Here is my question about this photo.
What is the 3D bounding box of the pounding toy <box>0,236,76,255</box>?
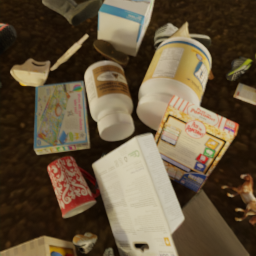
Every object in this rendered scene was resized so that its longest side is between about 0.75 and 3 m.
[{"bbox_3d":[-1.646,4.013,6.692,1.708,2.211,2.402,-21,61,2],"label":"pounding toy"}]

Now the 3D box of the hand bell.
[{"bbox_3d":[2.574,-2.828,11.023,2.343,1.220,1.220,46,66,-10],"label":"hand bell"}]

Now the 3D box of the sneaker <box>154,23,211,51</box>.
[{"bbox_3d":[2.285,-3.970,11.944,2.376,0.897,1.367,0,61,2],"label":"sneaker"}]

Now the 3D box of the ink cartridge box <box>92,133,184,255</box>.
[{"bbox_3d":[0.186,1.903,7.230,0.616,2.795,2.846,-13,78,-33],"label":"ink cartridge box"}]

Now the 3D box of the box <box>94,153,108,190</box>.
[{"bbox_3d":[-0.491,1.472,8.983,0.946,0.257,1.180,16,58,-7],"label":"box"}]

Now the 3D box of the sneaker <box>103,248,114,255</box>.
[{"bbox_3d":[0.434,3.961,7.279,2.937,1.129,1.301,18,49,6],"label":"sneaker"}]

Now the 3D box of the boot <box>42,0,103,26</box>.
[{"bbox_3d":[-2.628,-5.901,13.242,2.065,0.824,2.271,-35,59,-21],"label":"boot"}]

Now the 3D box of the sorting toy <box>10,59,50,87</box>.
[{"bbox_3d":[-3.695,-2.299,11.136,1.380,0.737,1.242,7,53,3],"label":"sorting toy"}]

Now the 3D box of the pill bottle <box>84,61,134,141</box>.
[{"bbox_3d":[-0.633,-0.928,9.809,1.481,1.481,2.589,-11,60,-6],"label":"pill bottle"}]

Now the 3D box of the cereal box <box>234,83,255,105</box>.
[{"bbox_3d":[4.609,-1.300,10.794,0.902,0.178,0.649,24,62,13],"label":"cereal box"}]

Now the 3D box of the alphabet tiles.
[{"bbox_3d":[-2.209,-2.871,10.738,1.875,1.917,0.140,-42,106,7],"label":"alphabet tiles"}]

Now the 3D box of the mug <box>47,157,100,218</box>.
[{"bbox_3d":[-1.688,1.763,8.540,1.041,1.385,1.560,-34,70,14],"label":"mug"}]

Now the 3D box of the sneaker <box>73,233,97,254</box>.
[{"bbox_3d":[-1.177,3.183,7.574,0.436,1.154,0.506,16,79,21],"label":"sneaker"}]

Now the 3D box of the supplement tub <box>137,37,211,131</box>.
[{"bbox_3d":[1.589,-1.476,9.781,2.090,2.090,2.889,17,62,10],"label":"supplement tub"}]

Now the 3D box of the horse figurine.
[{"bbox_3d":[3.586,2.221,8.571,1.038,0.391,1.566,-9,58,-14],"label":"horse figurine"}]

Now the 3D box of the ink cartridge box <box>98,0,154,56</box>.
[{"bbox_3d":[-0.068,-4.655,11.759,1.745,1.754,2.390,18,61,3],"label":"ink cartridge box"}]

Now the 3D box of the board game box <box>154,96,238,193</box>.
[{"bbox_3d":[1.720,0.556,8.265,1.926,2.542,0.589,27,41,10],"label":"board game box"}]

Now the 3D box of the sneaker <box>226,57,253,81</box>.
[{"bbox_3d":[4.362,-2.396,11.298,1.472,0.544,0.596,-35,58,-27],"label":"sneaker"}]

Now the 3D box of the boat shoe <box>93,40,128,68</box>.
[{"bbox_3d":[-0.735,-3.008,11.503,1.671,0.564,0.602,35,68,11],"label":"boat shoe"}]

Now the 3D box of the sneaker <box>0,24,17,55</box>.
[{"bbox_3d":[-6.079,-3.420,11.694,1.319,0.994,2.822,24,61,27],"label":"sneaker"}]

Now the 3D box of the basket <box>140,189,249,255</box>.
[{"bbox_3d":[2.002,3.384,7.169,2.388,1.801,2.649,-43,72,-3],"label":"basket"}]

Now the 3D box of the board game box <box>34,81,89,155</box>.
[{"bbox_3d":[-2.405,-0.429,10.117,1.809,0.461,2.691,-7,60,-4],"label":"board game box"}]
